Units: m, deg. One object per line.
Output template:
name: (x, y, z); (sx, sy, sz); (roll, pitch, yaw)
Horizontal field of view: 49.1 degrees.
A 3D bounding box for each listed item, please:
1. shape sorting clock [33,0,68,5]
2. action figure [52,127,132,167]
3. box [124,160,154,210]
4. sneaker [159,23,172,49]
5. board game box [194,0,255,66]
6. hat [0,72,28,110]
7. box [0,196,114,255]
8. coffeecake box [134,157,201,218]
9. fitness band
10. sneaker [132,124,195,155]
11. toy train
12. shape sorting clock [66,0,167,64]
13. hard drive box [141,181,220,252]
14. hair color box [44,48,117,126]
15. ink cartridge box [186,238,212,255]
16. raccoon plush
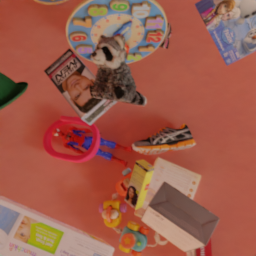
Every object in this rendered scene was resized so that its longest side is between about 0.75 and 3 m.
shape sorting clock: (-2.685, -5.499, 10.085); (2.384, 0.468, 2.384); (0, 77, 0)
action figure: (-1.167, 0.489, 8.734); (2.545, 0.658, 0.832); (17, 83, 6)
box: (0.263, 1.363, 6.718); (0.431, 0.287, 1.146); (31, 116, 38)
sneaker: (0.979, -2.527, 7.631); (0.324, 0.302, 0.752); (10, 74, 16)
board game box: (2.848, -2.571, 6.344); (2.034, 2.044, 0.443); (-27, 55, 23)
hat: (-3.508, -1.311, 6.020); (1.882, 2.272, 2.000); (-29, 117, -8)
box: (-1.758, 2.507, 5.565); (2.535, 1.285, 1.426); (26, 70, -8)
coffeecake box: (1.158, 1.994, 8.343); (1.388, 0.661, 1.808); (23, 79, 5)
fitness band: (-1.747, 0.342, 8.613); (1.905, 0.357, 1.368); (8, 76, 21)
sneaker: (1.066, 0.366, 8.700); (1.968, 0.770, 0.760); (-7, 77, -12)
toy train: (0.074, 2.442, 7.986); (1.776, 0.658, 2.365); (-32, 73, 10)
shape sorting clock: (-0.258, -2.244, 6.740); (2.430, 2.430, 0.477); (-10, 67, -2)
hard drive box: (0.800, 1.547, 4.730); (1.006, 1.291, 0.496); (33, 65, 13)
hair color box: (-1.222, -1.051, 7.059); (0.914, 0.560, 1.846); (-41, 67, 1)
ink cartridge box: (1.990, 3.447, 7.768); (0.559, 1.170, 1.332); (-1, 78, 0)
raccoon plush: (-0.173, -1.170, 5.881); (0.892, 1.843, 1.235); (8, 92, 21)
